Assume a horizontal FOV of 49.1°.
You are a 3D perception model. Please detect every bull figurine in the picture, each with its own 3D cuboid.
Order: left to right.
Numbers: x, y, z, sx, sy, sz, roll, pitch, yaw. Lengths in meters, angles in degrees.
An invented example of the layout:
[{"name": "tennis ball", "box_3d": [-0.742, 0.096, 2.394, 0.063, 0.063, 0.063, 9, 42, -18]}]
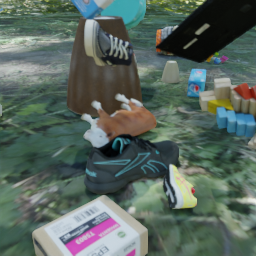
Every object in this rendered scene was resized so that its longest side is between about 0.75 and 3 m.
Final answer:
[{"name": "bull figurine", "box_3d": [-0.303, -0.113, 6.732, 2.164, 0.705, 1.314, -16, 54, -39]}]

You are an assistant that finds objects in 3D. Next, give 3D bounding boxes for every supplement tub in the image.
[{"name": "supplement tub", "box_3d": [2.862, -4.865, 15.726, 2.478, 1.518, 1.518, 4, 26, 9]}]

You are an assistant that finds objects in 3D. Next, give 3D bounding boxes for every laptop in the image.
[{"name": "laptop", "box_3d": [2.157, -2.637, 6.598, 2.442, 1.261, 2.164, 7, -25, -33]}]

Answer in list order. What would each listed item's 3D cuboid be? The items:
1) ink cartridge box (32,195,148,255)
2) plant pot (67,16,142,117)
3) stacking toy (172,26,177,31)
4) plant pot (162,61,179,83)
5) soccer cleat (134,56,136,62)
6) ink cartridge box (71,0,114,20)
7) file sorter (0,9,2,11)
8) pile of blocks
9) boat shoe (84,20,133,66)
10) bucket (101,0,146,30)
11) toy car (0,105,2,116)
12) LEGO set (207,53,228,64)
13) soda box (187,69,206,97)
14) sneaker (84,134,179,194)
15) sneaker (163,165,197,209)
[{"name": "ink cartridge box", "box_3d": [-0.494, 1.543, 3.773, 1.217, 0.457, 1.002, -20, 31, -37]}, {"name": "plant pot", "box_3d": [-0.752, -2.017, 8.622, 2.444, 2.615, 2.444, 0, 26, 0]}, {"name": "stacking toy", "box_3d": [2.343, -2.815, 9.046, 1.844, 0.787, 0.787, 1, 25, -12]}, {"name": "plant pot", "box_3d": [1.735, -2.287, 11.282, 0.722, 0.771, 0.722, 0, 25, 0]}, {"name": "soccer cleat", "box_3d": [-0.946, -3.057, 12.957, 2.714, 0.993, 0.926, -5, 61, 26]}, {"name": "ink cartridge box", "box_3d": [-0.602, -3.460, 6.116, 1.780, 1.287, 0.750, -36, 12, 13]}, {"name": "file sorter", "box_3d": [-3.913, -3.193, 7.270, 0.703, 1.014, 0.622, -38, 31, 16]}, {"name": "pile of blocks", "box_3d": [1.996, -0.248, 4.291, 2.184, 0.679, 0.897, 24, 55, 36]}, {"name": "boat shoe", "box_3d": [-0.294, -1.484, 5.056, 0.747, 0.601, 1.611, 4, 3, 3]}, {"name": "bucket", "box_3d": [-0.236, -4.392, 10.104, 1.695, 1.695, 1.102, 4, 16, 9]}, {"name": "toy car", "box_3d": [-4.357, -0.670, 7.427, 1.443, 1.237, 1.649, 11, 28, 23]}, {"name": "LEGO set", "box_3d": [4.308, -3.573, 14.245, 1.282, 0.526, 0.489, 36, 73, 10]}, {"name": "soda box", "box_3d": [2.523, -1.671, 10.229, 0.544, 0.575, 1.695, 7, 27, 15]}, {"name": "sneaker", "box_3d": [0.180, 0.543, 5.395, 2.170, 0.860, 0.818, -17, 29, -33]}, {"name": "sneaker", "box_3d": [0.914, 1.050, 4.942, 0.477, 0.413, 1.057, 9, 28, -8]}]
